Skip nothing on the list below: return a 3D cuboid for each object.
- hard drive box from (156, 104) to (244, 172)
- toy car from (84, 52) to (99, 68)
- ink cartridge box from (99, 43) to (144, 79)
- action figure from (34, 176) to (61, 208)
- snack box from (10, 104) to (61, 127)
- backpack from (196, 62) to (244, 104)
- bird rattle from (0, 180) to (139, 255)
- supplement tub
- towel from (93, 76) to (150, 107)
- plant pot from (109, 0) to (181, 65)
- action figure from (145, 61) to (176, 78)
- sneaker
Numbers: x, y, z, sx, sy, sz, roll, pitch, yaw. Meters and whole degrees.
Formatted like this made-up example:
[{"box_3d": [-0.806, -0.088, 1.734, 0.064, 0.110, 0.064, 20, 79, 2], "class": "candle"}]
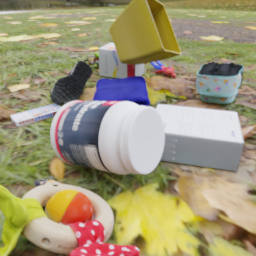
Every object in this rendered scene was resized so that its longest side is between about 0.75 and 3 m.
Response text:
[{"box_3d": [1.949, 0.195, 8.337, 2.511, 0.964, 1.957, 7, 29, 13], "class": "hard drive box"}, {"box_3d": [-2.013, -3.750, 15.937, 0.965, 0.792, 0.761, -18, 32, -11], "class": "toy car"}, {"box_3d": [-0.323, -3.480, 14.615, 2.049, 1.482, 1.489, 11, 30, 19], "class": "ink cartridge box"}, {"box_3d": [-1.952, 1.475, 6.670, 0.667, 0.355, 1.024, 1, 28, 4], "class": "action figure"}, {"box_3d": [-3.359, -0.497, 10.434, 1.815, 0.221, 0.653, -20, 34, -32], "class": "snack box"}, {"box_3d": [3.689, -1.847, 11.481, 1.811, 1.579, 2.060, 11, 21, 22], "class": "backpack"}, {"box_3d": [-1.131, 1.690, 5.182, 2.866, 1.614, 2.336, 10, 15, 9], "class": "bird rattle"}, {"box_3d": [-0.541, 0.206, 7.015, 2.494, 1.750, 1.750, 4, 26, 36], "class": "supplement tub"}, {"box_3d": [-0.280, -1.329, 11.316, 2.160, 0.725, 2.925, -5, 26, 1], "class": "towel"}, {"box_3d": [0.633, -3.947, 12.164, 2.130, 2.415, 2.415, -20, 0, 29], "class": "plant pot"}, {"box_3d": [1.801, -3.217, 15.124, 0.751, 0.593, 2.296, -21, 39, -24], "class": "action figure"}, {"box_3d": [-2.528, -1.675, 11.993, 1.244, 1.076, 2.842, -36, 17, 39], "class": "sneaker"}]
